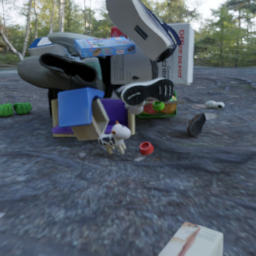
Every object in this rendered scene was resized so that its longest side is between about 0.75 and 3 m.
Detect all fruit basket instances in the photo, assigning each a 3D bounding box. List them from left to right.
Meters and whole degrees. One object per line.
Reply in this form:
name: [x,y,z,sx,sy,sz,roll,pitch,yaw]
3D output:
fruit basket: [0.988,-0.978,10.331,2.158,1.092,2.330,-1,-4,14]

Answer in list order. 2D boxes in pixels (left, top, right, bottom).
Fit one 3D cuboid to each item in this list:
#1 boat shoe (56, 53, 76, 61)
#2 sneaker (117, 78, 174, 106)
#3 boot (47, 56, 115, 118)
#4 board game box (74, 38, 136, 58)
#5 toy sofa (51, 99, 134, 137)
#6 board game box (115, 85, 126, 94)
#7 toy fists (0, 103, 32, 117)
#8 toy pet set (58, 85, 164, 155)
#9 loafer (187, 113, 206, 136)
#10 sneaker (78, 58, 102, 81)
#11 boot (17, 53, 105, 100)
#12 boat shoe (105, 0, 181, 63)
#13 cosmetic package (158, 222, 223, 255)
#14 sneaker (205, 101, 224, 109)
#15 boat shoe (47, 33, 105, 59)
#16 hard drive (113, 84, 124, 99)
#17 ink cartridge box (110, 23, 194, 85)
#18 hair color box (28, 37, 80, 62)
boat shoe: [-1.862,-2.077,8.364,0.293,0.271,0.793,-6,5,39]
sneaker: [0.487,-0.976,7.278,1.704,0.630,0.676,-9,19,-29]
boot: [-1.710,-1.608,10.197,2.266,3.031,1.141,1,34,-22]
board game box: [-0.670,-2.278,7.838,1.491,0.273,1.128,-9,30,-16]
toy sofa: [-1.090,-0.364,8.867,2.605,1.079,1.271,2,14,6]
board game box: [0.618,-1.748,10.718,2.039,0.353,1.287,-28,-2,18]
toy fists: [-4.705,-0.776,11.467,1.499,0.515,0.764,-10,19,-37]
toy pet set: [-0.454,-0.657,7.536,2.487,1.414,2.664,-5,40,22]
loafer: [2.100,-0.084,8.838,0.420,0.433,1.185,-13,16,39]
sneaker: [-1.874,-1.544,9.584,2.047,1.207,0.753,-15,-2,8]
boot: [-2.085,-1.695,7.982,2.976,1.008,1.944,17,-7,8]
boat shoe: [0.427,-2.802,7.561,0.892,2.389,1.108,-40,-4,38]
cosmetic package: [0.580,1.532,2.888,0.482,0.571,1.105,8,16,32]
sneaker: [3.938,-1.024,12.773,0.852,0.322,0.392,3,20,15]
boat shoe: [-1.520,-2.465,8.533,1.838,0.655,0.641,5,6,-16]
hard drive: [0.059,-1.991,11.778,1.760,2.609,0.552,-14,39,20]
ink cartridge box: [0.767,-2.265,8.885,2.477,1.787,1.037,3,11,16]
hair color box: [-2.548,-2.155,11.112,1.449,2.898,0.877,-4,43,16]
